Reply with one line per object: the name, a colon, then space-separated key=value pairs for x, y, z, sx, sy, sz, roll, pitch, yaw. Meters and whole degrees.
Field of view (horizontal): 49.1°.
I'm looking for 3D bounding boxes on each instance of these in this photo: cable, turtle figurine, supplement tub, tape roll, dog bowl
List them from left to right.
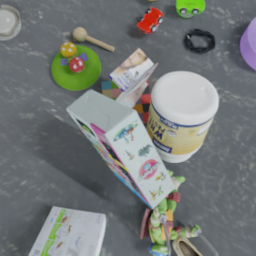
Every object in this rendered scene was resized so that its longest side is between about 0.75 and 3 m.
dog bowl: x=-4.977 y=-4.140 z=11.140 sx=1.478 sy=0.434 sz=1.478 roll=0 pitch=73 yaw=0
turtle figurine: x=1.459 y=2.522 z=8.186 sx=1.816 sy=2.524 sz=2.447 roll=10 pitch=64 yaw=-13
supplement tub: x=1.526 y=-0.218 z=8.538 sx=1.843 sy=2.553 sz=1.843 roll=1 pitch=54 yaw=-1
cable: x=2.833 y=-3.370 z=10.961 sx=1.212 sy=0.308 sz=0.989 roll=28 pitch=75 yaw=8
tape roll: x=5.575 y=-3.215 z=10.668 sx=2.353 sy=0.772 sz=2.353 roll=0 pitch=72 yaw=0

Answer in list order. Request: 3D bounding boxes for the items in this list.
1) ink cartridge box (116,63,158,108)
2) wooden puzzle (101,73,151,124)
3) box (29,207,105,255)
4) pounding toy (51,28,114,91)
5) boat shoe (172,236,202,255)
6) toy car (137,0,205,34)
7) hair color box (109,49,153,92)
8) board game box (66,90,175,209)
ink cartridge box: x=0.275 y=-1.175 z=8.856 sx=1.638 sy=1.887 sz=0.411 roll=-34 pitch=104 yaw=31
wooden puzzle: x=-0.042 y=-0.977 z=10.243 sx=1.765 sy=0.209 sz=2.976 roll=-6 pitch=72 yaw=-2
box: x=-1.625 y=3.285 z=7.905 sx=1.685 sy=1.910 sz=0.923 roll=8 pitch=117 yaw=2
pounding toy: x=-1.837 y=-2.655 z=10.297 sx=1.879 sy=1.130 sz=2.434 roll=28 pitch=75 yaw=8
boat shoe: x=2.067 y=4.131 z=8.394 sx=0.691 sy=0.622 sz=1.916 roll=-35 pitch=76 yaw=-10
toy car: x=1.714 y=-4.835 z=11.271 sx=2.622 sy=0.621 sz=2.786 roll=4 pitch=73 yaw=1
hair color box: x=0.094 y=-1.760 z=8.619 sx=1.233 sy=0.400 sz=0.674 roll=-43 pitch=93 yaw=-4
board game box: x=-0.169 y=0.570 z=7.671 sx=0.953 sy=2.965 sz=2.187 roll=-42 pitch=37 yaw=-14
